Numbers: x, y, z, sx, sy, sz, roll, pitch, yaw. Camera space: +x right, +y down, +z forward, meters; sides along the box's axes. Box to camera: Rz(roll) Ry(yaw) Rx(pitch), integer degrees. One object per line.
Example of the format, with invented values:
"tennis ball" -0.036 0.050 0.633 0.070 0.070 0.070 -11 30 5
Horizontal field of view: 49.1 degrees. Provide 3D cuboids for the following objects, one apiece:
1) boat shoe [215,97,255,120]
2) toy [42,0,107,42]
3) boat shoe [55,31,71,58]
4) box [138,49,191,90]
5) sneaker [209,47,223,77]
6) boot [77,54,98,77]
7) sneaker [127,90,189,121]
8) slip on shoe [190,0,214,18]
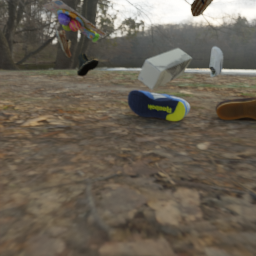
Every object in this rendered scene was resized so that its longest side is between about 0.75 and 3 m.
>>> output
"boat shoe" 4.512 -0.738 10.257 2.490 0.876 0.876 4 18 17
"toy" -1.577 -2.981 8.117 1.726 0.408 0.994 20 -5 -41
"boat shoe" -2.819 -3.787 12.675 0.476 1.325 0.502 -21 47 -1
"box" 1.322 -2.112 9.886 0.711 0.855 2.081 42 46 17
"sneaker" 3.750 -2.829 12.081 0.516 1.282 0.490 -29 30 -25
"boot" -1.470 -2.388 9.824 0.434 0.775 1.120 11 -23 -42
"sneaker" 1.149 -0.864 10.756 2.597 0.960 1.068 19 23 31
"slip on shoe" 2.187 -3.614 7.953 0.404 0.507 1.333 -22 -8 -14
